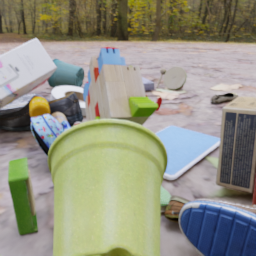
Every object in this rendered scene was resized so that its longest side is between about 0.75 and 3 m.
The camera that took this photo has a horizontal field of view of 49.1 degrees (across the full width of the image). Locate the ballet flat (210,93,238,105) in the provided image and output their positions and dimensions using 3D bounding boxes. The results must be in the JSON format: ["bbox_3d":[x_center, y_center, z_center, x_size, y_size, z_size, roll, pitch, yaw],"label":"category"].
[{"bbox_3d":[3.925,-1.260,11.346,1.625,0.377,0.547,-14,25,-32],"label":"ballet flat"}]

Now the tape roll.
[{"bbox_3d":[-1.839,-0.991,9.996,1.841,0.336,1.841,13,26,-7],"label":"tape roll"}]

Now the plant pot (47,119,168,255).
[{"bbox_3d":[-0.247,1.005,3.382,1.669,1.669,1.535,-1,41,-2],"label":"plant pot"}]

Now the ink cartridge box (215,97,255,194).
[{"bbox_3d":[2.322,0.221,5.576,0.688,1.508,1.831,9,15,28],"label":"ink cartridge box"}]

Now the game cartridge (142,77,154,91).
[{"bbox_3d":[-0.069,-2.241,13.835,1.809,0.536,2.791,-11,23,-15],"label":"game cartridge"}]

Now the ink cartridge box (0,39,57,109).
[{"bbox_3d":[-3.582,-1.094,7.590,2.967,1.001,1.728,-38,11,-25],"label":"ink cartridge box"}]

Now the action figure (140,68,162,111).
[{"bbox_3d":[0.314,-1.694,10.936,0.968,1.469,2.967,7,12,-28],"label":"action figure"}]

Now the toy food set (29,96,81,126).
[{"bbox_3d":[-1.169,-0.375,7.648,2.792,1.333,1.256,-10,23,-16],"label":"toy food set"}]

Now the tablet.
[{"bbox_3d":[1.091,0.515,6.972,1.660,0.174,2.551,17,27,37],"label":"tablet"}]

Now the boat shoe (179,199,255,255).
[{"bbox_3d":[1.898,1.487,3.633,2.459,0.888,0.890,19,21,19],"label":"boat shoe"}]

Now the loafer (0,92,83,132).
[{"bbox_3d":[-2.769,-0.527,8.503,2.703,0.977,0.984,-7,22,-9],"label":"loafer"}]

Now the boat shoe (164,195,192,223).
[{"bbox_3d":[1.127,1.446,4.321,1.146,0.412,0.390,14,49,22],"label":"boat shoe"}]

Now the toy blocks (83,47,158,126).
[{"bbox_3d":[-0.379,-0.613,5.681,1.338,1.830,2.677,-2,-22,-19],"label":"toy blocks"}]

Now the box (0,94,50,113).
[{"bbox_3d":[-3.817,-0.741,9.863,1.865,0.451,1.477,-16,27,-35],"label":"box"}]

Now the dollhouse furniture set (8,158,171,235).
[{"bbox_3d":[-0.544,0.891,4.781,2.663,1.028,1.331,-7,22,-18],"label":"dollhouse furniture set"}]

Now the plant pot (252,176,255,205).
[{"bbox_3d":[3.043,0.617,4.387,2.070,2.069,1.825,20,38,41],"label":"plant pot"}]

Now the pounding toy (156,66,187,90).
[{"bbox_3d":[2.198,-2.307,13.472,1.463,1.129,0.679,9,-5,33],"label":"pounding toy"}]

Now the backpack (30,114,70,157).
[{"bbox_3d":[-1.605,0.174,6.149,0.780,1.159,1.058,-33,20,-10],"label":"backpack"}]

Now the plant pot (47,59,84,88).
[{"bbox_3d":[-2.922,-2.508,13.438,1.376,1.405,1.405,12,23,11],"label":"plant pot"}]
